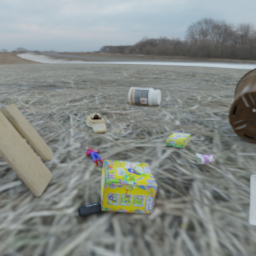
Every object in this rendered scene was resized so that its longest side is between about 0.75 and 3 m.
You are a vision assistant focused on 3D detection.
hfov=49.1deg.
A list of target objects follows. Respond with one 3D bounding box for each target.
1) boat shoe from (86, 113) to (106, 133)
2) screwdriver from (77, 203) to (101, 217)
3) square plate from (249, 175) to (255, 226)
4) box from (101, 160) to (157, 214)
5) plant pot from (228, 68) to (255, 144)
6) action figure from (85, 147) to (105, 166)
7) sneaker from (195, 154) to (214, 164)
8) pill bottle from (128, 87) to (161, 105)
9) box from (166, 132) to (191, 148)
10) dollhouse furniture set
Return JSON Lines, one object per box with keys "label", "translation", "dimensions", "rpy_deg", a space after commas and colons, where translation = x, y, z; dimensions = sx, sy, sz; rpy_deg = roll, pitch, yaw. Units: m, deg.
{"label": "boat shoe", "translation": [-1.326, -0.312, 11.629], "dimensions": [0.651, 0.610, 1.765], "rpy_deg": [-8, 19, -24]}
{"label": "screwdriver", "translation": [-0.304, 1.643, 6.087], "dimensions": [1.645, 0.229, 0.239], "rpy_deg": [-7, -11, -27]}
{"label": "square plate", "translation": [2.773, 1.375, 5.189], "dimensions": [0.967, 0.958, 0.138], "rpy_deg": [2, 2, 19]}
{"label": "box", "translation": [-0.032, 1.263, 6.184], "dimensions": [1.080, 0.684, 1.122], "rpy_deg": [6, 16, -7]}
{"label": "plant pot", "translation": [5.005, -0.803, 10.417], "dimensions": [2.595, 2.595, 2.569], "rpy_deg": [11, 27, 31]}
{"label": "action figure", "translation": [-1.050, 0.826, 8.599], "dimensions": [0.377, 0.297, 1.151], "rpy_deg": [-12, 18, -26]}
{"label": "sneaker", "translation": [2.230, 0.887, 8.083], "dimensions": [0.440, 0.280, 0.773], "rpy_deg": [-12, 6, -2]}
{"label": "pill bottle", "translation": [0.930, -1.753, 15.668], "dimensions": [1.670, 0.972, 0.972], "rpy_deg": [7, 18, 19]}
{"label": "box", "translation": [1.766, 0.424, 9.893], "dimensions": [0.629, 0.259, 1.071], "rpy_deg": [8, 21, 25]}
{"label": "dollhouse furniture set", "translation": [-3.611, 1.021, 7.617], "dimensions": [2.628, 2.141, 2.499], "rpy_deg": [-33, 13, 12]}
